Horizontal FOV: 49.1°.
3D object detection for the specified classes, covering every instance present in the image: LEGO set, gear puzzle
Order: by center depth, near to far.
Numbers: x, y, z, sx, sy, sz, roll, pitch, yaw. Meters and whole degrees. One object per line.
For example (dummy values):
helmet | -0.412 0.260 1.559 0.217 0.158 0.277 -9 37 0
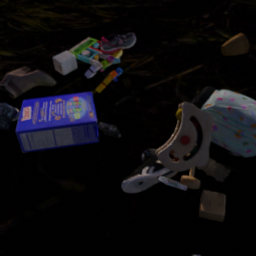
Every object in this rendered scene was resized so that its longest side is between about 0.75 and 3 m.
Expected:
gear puzzle | 2.749 1.350 9.813 1.504 0.197 0.779 33 46 25
LEGO set | -1.125 -2.324 12.657 1.083 1.165 2.840 45 23 -6

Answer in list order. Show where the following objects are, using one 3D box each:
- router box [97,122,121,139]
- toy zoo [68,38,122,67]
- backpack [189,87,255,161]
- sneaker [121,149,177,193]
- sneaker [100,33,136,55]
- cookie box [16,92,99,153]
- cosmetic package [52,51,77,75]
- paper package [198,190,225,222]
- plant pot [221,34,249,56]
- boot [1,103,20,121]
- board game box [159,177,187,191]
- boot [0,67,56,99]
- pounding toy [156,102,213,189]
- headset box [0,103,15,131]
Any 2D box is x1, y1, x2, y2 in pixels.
router box | -0.699 0.092 10.542 0.767 0.575 0.238 15 65 35
toy zoo | -1.546 -3.891 14.672 2.693 0.276 1.767 25 52 22
backpack | 3.641 -0.196 10.092 2.938 1.860 2.452 30 54 22
sneaker | 0.526 1.374 9.468 2.108 0.770 1.179 -14 46 -25
sneaker | -0.472 -4.498 14.517 2.137 0.798 0.861 -30 52 -27
cookie box | -2.579 -0.287 10.509 2.706 1.017 2.314 -7 35 -8
cosmetic package | -3.075 -3.169 13.686 0.723 0.728 0.869 34 55 29
paper package | 2.608 2.418 8.684 0.740 0.402 0.777 11 47 10
plant pot | 5.466 -4.198 14.581 1.122 1.045 1.045 -22 49 -2
boot | -5.284 -0.553 10.836 1.915 0.865 0.697 -12 69 7
board game box | 1.403 1.740 8.778 0.777 0.135 0.491 22 -1 -27
boot | -4.594 -1.942 12.604 2.244 0.788 1.641 22 56 22
pounding toy | 1.707 0.567 9.140 1.544 1.549 2.700 7 91 0
headset box | -4.436 -0.409 9.737 0.408 0.766 0.879 11 83 26
